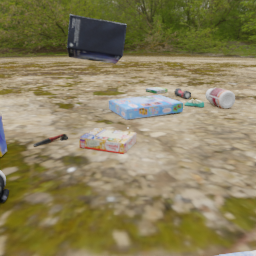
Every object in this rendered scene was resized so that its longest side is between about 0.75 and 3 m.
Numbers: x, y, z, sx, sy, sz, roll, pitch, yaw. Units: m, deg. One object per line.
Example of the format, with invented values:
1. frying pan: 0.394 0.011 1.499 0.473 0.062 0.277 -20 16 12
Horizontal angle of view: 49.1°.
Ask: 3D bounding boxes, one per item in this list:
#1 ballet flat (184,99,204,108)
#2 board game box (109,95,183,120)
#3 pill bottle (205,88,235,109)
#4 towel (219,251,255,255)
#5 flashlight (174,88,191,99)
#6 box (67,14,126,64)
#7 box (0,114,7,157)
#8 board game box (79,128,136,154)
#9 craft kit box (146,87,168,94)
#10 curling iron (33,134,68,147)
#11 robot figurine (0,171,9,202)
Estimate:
1. ballet flat: 2.683 -1.017 11.328 0.832 0.293 0.280 10 22 30
2. board game box: 0.626 -0.824 10.498 2.251 0.412 1.703 -7 19 -22
3. pill bottle: 3.698 -1.246 11.383 0.700 0.700 1.239 -4 18 -14
4. towel: 1.010 1.803 2.276 2.903 0.346 2.132 -3 17 -9
5. flashlight: 2.551 -1.647 13.154 0.379 0.381 1.120 -16 23 -10
6. box: -1.229 -3.253 10.606 1.987 1.235 2.003 5 5 -10
7. box: -3.200 -0.585 5.423 0.620 2.991 1.780 0 17 1
8. board game box: -0.498 0.302 7.145 1.198 0.277 0.908 7 19 20
9. craft kit box: 1.477 -1.950 14.505 0.807 0.198 0.817 -17 24 -36
10. curling iron: -2.011 0.317 7.358 0.984 0.126 0.244 -15 23 -39
11. robot figurine: -2.338 0.996 4.629 0.488 0.588 0.782 -18 19 -1
